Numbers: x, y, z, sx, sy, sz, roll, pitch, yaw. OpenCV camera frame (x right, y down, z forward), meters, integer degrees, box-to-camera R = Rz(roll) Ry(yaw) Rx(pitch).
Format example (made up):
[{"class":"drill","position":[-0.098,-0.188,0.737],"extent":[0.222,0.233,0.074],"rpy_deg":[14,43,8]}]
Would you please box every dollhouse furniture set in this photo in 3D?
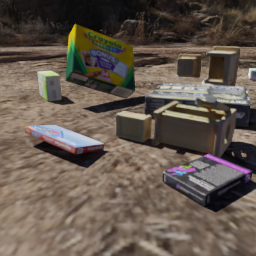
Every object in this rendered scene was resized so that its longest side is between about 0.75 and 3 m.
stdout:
[{"class":"dollhouse furniture set","position":[1.156,-0.796,6.550],"extent":[2.529,2.237,1.406],"rpy_deg":[12,22,29]}]

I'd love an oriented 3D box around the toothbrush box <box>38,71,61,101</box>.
[{"class":"toothbrush box","position":[-3.061,-1.654,10.889],"extent":[0.562,0.950,1.304],"rpy_deg":[-10,23,-26]}]

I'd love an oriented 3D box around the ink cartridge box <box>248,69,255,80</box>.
[{"class":"ink cartridge box","position":[7.624,-3.019,15.388],"extent":[1.833,0.571,2.278],"rpy_deg":[7,22,19]}]

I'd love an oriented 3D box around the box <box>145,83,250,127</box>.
[{"class":"box","position":[2.265,-0.867,9.014],"extent":[2.971,0.730,2.395],"rpy_deg":[6,19,17]}]

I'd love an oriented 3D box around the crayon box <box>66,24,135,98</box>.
[{"class":"crayon box","position":[-0.984,-2.449,10.467],"extent":[2.474,2.135,0.721],"rpy_deg":[13,-29,-28]}]

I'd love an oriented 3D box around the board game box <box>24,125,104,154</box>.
[{"class":"board game box","position":[-1.466,0.227,6.361],"extent":[1.720,0.167,0.885],"rpy_deg":[18,12,34]}]

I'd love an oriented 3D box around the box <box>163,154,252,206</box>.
[{"class":"box","position":[1.392,0.852,4.922],"extent":[1.306,0.236,0.934],"rpy_deg":[-12,22,-34]}]

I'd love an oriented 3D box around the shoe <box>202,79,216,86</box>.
[{"class":"shoe","position":[3.646,-1.902,12.291],"extent":[0.622,0.475,1.778],"rpy_deg":[0,20,1]}]
